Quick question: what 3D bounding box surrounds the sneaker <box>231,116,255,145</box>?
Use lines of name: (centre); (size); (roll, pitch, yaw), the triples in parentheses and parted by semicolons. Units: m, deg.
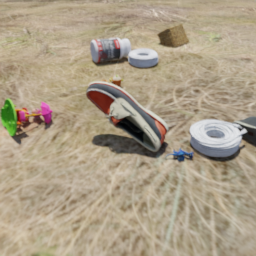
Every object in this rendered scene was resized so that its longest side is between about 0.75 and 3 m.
sneaker: (4.388, 0.078, 9.258); (0.919, 0.647, 1.730); (-24, 38, -28)

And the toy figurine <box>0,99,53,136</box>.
toy figurine: (-3.531, -0.445, 10.004); (1.542, 1.258, 1.675); (-9, 7, -39)

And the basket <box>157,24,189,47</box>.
basket: (2.923, -5.914, 18.569); (1.797, 1.338, 1.282); (-32, 12, -39)

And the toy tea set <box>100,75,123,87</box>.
toy tea set: (-0.976, -2.085, 12.688); (1.482, 0.549, 0.881); (-25, 40, -33)

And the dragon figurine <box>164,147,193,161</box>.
dragon figurine: (1.563, 0.829, 8.479); (0.873, 0.257, 0.434); (-13, 35, -22)

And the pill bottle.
pill bottle: (-0.977, -4.366, 15.609); (2.062, 1.195, 1.195); (-13, 35, -19)

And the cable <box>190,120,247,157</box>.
cable: (2.791, 0.303, 9.033); (1.586, 0.549, 1.586); (23, 41, 32)

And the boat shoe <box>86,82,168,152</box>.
boat shoe: (-0.118, -0.366, 8.756); (2.961, 1.054, 0.926); (34, 53, -3)

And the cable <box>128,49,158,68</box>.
cable: (0.836, -3.829, 15.343); (1.653, 0.572, 1.653); (-18, 37, -26)
